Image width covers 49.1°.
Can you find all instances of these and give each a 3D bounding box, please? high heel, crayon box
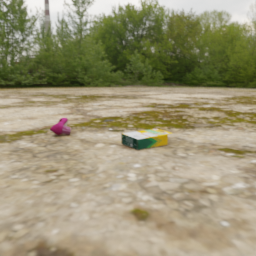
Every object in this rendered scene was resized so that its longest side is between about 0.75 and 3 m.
[{"bbox_3d":[-3.270,-0.166,13.020,0.936,0.656,1.947,13,8,-26],"label":"high heel"},{"bbox_3d":[0.754,0.423,10.973,1.752,0.452,1.102,-8,14,-32],"label":"crayon box"}]
